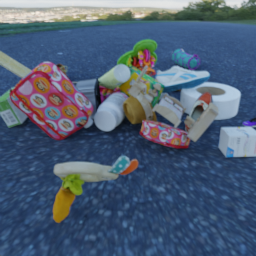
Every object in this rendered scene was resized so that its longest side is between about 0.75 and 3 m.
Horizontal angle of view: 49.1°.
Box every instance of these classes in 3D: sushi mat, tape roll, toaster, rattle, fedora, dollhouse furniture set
[{"bbox_3d":[-3.705,-1.960,9.942,2.957,0.179,1.415,32,11,-21],"label":"sushi mat"},{"bbox_3d":[3.517,-1.220,12.147,2.457,0.859,2.457,0,27,0],"label":"tape roll"},{"bbox_3d":[-1.546,-1.049,11.221,0.934,1.423,1.573,-5,27,0],"label":"toaster"},{"bbox_3d":[-0.728,1.330,6.143,1.821,1.185,1.301,1,52,7],"label":"rattle"},{"bbox_3d":[0.309,-0.657,10.267,0.748,1.835,1.835,-31,35,-12],"label":"fedora"},{"bbox_3d":[1.471,-0.928,8.974,2.585,1.145,1.340,36,23,3],"label":"dollhouse furniture set"}]

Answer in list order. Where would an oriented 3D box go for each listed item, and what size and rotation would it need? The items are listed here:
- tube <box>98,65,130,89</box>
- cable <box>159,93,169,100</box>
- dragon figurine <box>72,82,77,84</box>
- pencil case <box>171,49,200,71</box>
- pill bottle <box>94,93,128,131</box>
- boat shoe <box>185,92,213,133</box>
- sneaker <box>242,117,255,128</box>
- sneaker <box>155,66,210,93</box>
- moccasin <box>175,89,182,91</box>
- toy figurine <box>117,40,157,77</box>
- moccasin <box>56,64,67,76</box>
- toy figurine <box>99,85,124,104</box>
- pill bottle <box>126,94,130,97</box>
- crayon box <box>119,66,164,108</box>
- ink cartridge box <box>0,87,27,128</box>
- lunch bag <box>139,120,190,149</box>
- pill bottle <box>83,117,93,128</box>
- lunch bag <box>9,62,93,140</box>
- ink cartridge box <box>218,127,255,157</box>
[{"bbox_3d":[-0.695,-1.961,11.476,0.682,0.762,2.625,-38,10,-18],"label":"tube"},{"bbox_3d":[1.222,-1.629,12.798,1.061,0.367,1.061,15,19,-32],"label":"cable"},{"bbox_3d":[-3.394,-2.056,14.128,1.981,0.985,0.583,9,19,-28],"label":"dragon figurine"},{"bbox_3d":[3.830,-4.605,18.723,0.976,1.060,2.293,6,24,-26],"label":"pencil case"},{"bbox_3d":[-0.596,-0.628,10.785,1.005,1.005,1.773,7,27,14],"label":"pill bottle"},{"bbox_3d":[2.621,-0.635,10.272,0.659,0.580,1.853,25,68,19],"label":"boat shoe"},{"bbox_3d":[4.812,-0.253,10.669,0.878,0.437,0.305,-1,27,-3],"label":"sneaker"},{"bbox_3d":[2.296,-2.166,11.892,2.314,0.935,0.885,-9,-18,-1],"label":"sneaker"},{"bbox_3d":[2.259,-2.182,14.585,0.455,0.431,1.179,-1,29,-45],"label":"moccasin"},{"bbox_3d":[0.707,-2.154,12.322,1.888,2.514,2.314,-2,68,-22],"label":"toy figurine"},{"bbox_3d":[-3.778,-2.937,15.395,0.979,1.033,2.676,-2,27,-5],"label":"moccasin"},{"bbox_3d":[-0.976,-1.531,12.865,1.415,1.063,1.303,10,39,9],"label":"toy figurine"},{"bbox_3d":[0.206,-1.754,13.536,0.574,0.574,1.050,-16,30,-29],"label":"pill bottle"},{"bbox_3d":[0.530,-1.655,11.459,1.749,1.039,0.509,36,35,25],"label":"crayon box"},{"bbox_3d":[-4.372,-1.021,11.225,0.625,1.094,2.107,-15,27,13],"label":"ink cartridge box"},{"bbox_3d":[1.285,0.195,9.321,1.525,0.625,1.343,23,12,36],"label":"lunch bag"},{"bbox_3d":[-1.716,-0.428,10.315,0.499,0.863,0.499,-31,26,17],"label":"pill bottle"},{"bbox_3d":[-2.619,-0.770,9.356,2.120,2.407,0.986,-29,28,29],"label":"lunch bag"},{"bbox_3d":[3.519,0.439,8.895,1.011,0.744,0.731,-1,22,-3],"label":"ink cartridge box"}]
